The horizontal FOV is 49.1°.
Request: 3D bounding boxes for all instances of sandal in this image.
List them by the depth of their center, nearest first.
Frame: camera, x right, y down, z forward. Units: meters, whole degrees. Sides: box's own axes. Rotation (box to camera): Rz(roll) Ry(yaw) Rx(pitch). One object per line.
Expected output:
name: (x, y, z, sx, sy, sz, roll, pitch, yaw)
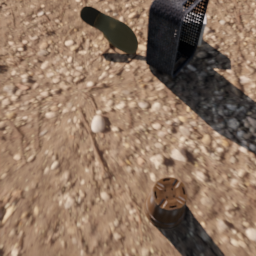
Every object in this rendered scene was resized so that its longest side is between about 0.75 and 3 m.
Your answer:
sandal: (-0.668, -3.895, 11.093, 2.594, 0.853, 0.951, 33, 104, -6)

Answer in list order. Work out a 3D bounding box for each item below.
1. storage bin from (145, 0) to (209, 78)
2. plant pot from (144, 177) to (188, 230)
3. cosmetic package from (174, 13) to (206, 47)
storage bin: (1.618, -3.305, 9.662, 1.230, 2.624, 1.774, 32, 62, 19)
plant pot: (0.994, 1.845, 7.103, 1.134, 1.123, 1.134, 0, 55, 0)
cosmetic package: (2.405, -3.846, 10.961, 1.064, 1.068, 0.656, 7, 57, 5)
